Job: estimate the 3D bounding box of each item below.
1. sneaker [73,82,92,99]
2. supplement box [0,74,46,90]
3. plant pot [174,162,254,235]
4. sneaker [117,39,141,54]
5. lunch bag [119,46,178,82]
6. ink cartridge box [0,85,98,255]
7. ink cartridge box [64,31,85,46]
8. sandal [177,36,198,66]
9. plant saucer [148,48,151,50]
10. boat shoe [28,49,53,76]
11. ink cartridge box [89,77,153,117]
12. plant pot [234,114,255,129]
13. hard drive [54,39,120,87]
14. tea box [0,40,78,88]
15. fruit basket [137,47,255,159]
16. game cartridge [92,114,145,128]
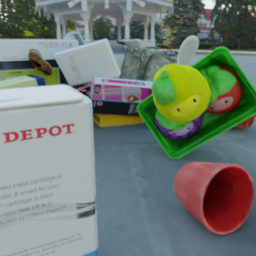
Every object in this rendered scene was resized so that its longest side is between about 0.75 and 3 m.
[{"bbox_3d":[-1.540,-1.320,10.356,2.577,1.018,1.229,-37,15,-26],"label":"sneaker"},{"bbox_3d":[-3.610,-0.520,8.204,2.309,1.552,2.312,-20,20,-23],"label":"supplement box"},{"bbox_3d":[1.433,1.115,4.983,1.165,1.165,1.030,-8,8,-22],"label":"plant pot"},{"bbox_3d":[0.029,-2.780,9.571,0.832,0.481,0.312,-2,14,-1],"label":"sneaker"},{"bbox_3d":[0.741,-1.932,10.871,2.025,2.415,1.683,14,16,3],"label":"lunch bag"},{"bbox_3d":[-1.397,0.854,3.355,1.847,2.523,1.083,-8,20,-23],"label":"ink cartridge box"},{"bbox_3d":[-2.480,-2.604,12.569,0.676,2.185,2.695,-25,-8,-44],"label":"ink cartridge box"},{"bbox_3d":[1.926,-2.463,9.559,0.575,1.414,0.347,10,29,-15],"label":"sandal"},{"bbox_3d":[0.912,-2.850,12.490,1.343,1.343,0.241,-2,17,-6],"label":"plant saucer"},{"bbox_3d":[-2.995,-2.122,9.489,0.441,0.414,1.224,1,-25,18],"label":"boat shoe"},{"bbox_3d":[0.047,-1.028,9.755,2.738,1.296,0.508,1,43,-16],"label":"ink cartridge box"},{"bbox_3d":[3.737,-0.524,9.780,1.149,1.149,1.117,-13,26,-34],"label":"plant pot"},{"bbox_3d":[-1.368,-2.147,9.420,1.930,1.273,0.245,-9,38,20],"label":"hard drive"},{"bbox_3d":[-3.570,-1.904,10.911,2.974,2.925,1.987,-11,17,-33],"label":"tea box"},{"bbox_3d":[1.548,-0.595,6.743,2.871,2.071,2.871,-35,0,0],"label":"fruit basket"},{"bbox_3d":[-0.240,-0.716,11.344,2.828,0.459,2.493,-9,22,-25],"label":"game cartridge"}]
